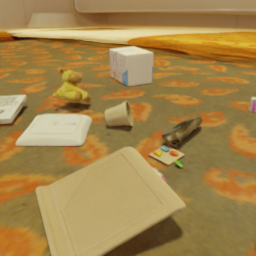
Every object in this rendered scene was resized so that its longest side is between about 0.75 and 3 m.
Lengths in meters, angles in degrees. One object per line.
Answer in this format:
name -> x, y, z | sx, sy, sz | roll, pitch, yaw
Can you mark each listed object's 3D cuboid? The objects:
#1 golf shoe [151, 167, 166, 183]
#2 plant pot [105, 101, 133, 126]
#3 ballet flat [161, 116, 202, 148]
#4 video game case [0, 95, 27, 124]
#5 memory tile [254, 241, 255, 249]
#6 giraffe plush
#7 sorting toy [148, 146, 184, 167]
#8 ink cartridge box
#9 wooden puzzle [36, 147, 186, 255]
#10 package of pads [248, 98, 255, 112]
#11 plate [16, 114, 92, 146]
golf shoe -> 0.120, 1.257, 7.068 | 1.722, 0.649, 0.788 | 16, 47, 33
plant pot -> -0.363, -0.440, 10.273 | 0.861, 0.941, 0.941 | -12, 23, 11
ballet flat -> 1.916, 0.105, 9.544 | 0.826, 0.568, 2.452 | -22, 2, 38
video game case -> -5.527, -0.736, 11.216 | 2.343, 0.278, 2.133 | -3, 31, -1
memory tile -> 3.788, 2.145, 5.491 | 1.870, 0.205, 2.440 | 23, 34, 40
giraffe plush -> -2.438, -1.839, 12.051 | 1.658, 1.345, 1.431 | 5, -2, 7
sorting toy -> 1.279, 0.837, 8.314 | 0.848, 0.169, 1.147 | -21, 32, -38
ink cartridge box -> 0.068, -3.574, 15.930 | 1.641, 1.685, 2.621 | -13, 27, -23
wooden puzzle -> -0.484, 1.544, 5.993 | 2.619, 0.488, 2.423 | -22, 33, -16
package of pads -> 5.463, -0.951, 11.603 | 0.787, 0.608, 0.269 | 6, 27, 11
plate -> -2.530, -0.026, 9.937 | 2.233, 0.361, 2.228 | 1, 24, 1
